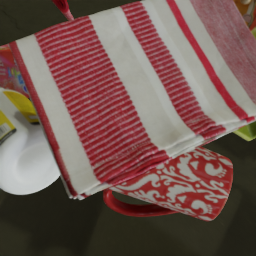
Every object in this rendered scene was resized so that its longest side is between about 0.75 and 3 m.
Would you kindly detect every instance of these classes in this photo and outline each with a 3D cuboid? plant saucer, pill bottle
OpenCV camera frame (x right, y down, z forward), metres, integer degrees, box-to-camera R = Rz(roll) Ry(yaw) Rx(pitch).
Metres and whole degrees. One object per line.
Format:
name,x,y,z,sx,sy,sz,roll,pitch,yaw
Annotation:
plant saucer,2.692,-1.071,5.330,2.621,2.625,0.628,20,31,-44
pill bottle,-1.655,0.050,3.948,0.985,0.985,1.758,-30,45,-26

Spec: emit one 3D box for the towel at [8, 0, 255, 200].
towel,0.320,-0.689,3.374,2.946,0.335,2.122,-23,73,-14

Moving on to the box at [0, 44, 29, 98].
box,-1.906,-1.354,6.407,2.287,1.092,1.140,4,28,18

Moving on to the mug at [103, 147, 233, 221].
mug,0.478,0.722,4.576,1.907,1.693,1.272,20,57,2

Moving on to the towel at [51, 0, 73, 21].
towel,-1.881,-3.259,6.521,0.250,1.609,2.225,-40,17,5

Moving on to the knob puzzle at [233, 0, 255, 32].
knob puzzle,2.223,-2.841,6.733,2.478,2.478,0.344,37,27,30
